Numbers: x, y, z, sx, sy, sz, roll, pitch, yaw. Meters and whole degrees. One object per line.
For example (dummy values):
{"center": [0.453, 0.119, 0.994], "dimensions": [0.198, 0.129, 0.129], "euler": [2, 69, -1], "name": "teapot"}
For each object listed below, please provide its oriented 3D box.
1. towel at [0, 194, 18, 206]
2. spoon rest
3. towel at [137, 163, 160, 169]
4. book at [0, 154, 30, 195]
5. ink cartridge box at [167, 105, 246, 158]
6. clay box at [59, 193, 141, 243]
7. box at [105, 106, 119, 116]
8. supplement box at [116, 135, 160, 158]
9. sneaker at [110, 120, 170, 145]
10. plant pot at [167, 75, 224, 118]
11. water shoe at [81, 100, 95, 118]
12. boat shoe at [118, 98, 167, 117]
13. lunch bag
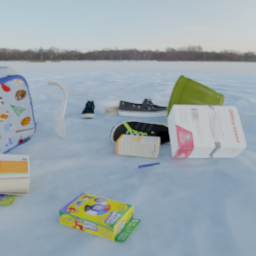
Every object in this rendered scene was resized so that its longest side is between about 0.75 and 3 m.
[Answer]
{"center": [-3.204, 1.617, 6.581], "dimensions": [1.147, 0.131, 0.824], "euler": [-1, 14, -2], "name": "towel"}
{"center": [-2.733, -0.794, 11.298], "dimensions": [0.730, 2.409, 1.197], "euler": [-10, -10, -15], "name": "spoon rest"}
{"center": [0.564, 1.052, 7.762], "dimensions": [0.633, 0.103, 0.862], "euler": [-9, -9, -1], "name": "towel"}
{"center": [-3.222, 1.089, 7.228], "dimensions": [1.272, 0.458, 1.904], "euler": [6, 12, -21], "name": "book"}
{"center": [2.452, 0.136, 8.987], "dimensions": [2.119, 1.552, 0.877], "euler": [1, -29, -6], "name": "ink cartridge box"}
{"center": [-0.544, 1.761, 5.623], "dimensions": [1.455, 0.346, 0.836], "euler": [6, 17, 25], "name": "clay box"}
{"center": [-0.771, -0.961, 15.574], "dimensions": [0.472, 0.386, 0.993], "euler": [13, 20, 39], "name": "box"}
{"center": [0.355, 0.611, 9.515], "dimensions": [1.372, 0.504, 0.864], "euler": [4, 14, 12], "name": "supplement box"}
{"center": [0.615, 0.214, 10.274], "dimensions": [2.511, 0.901, 1.040], "euler": [-4, 16, -14], "name": "sneaker"}
{"center": [3.294, -1.123, 13.359], "dimensions": [2.211, 2.296, 2.296], "euler": [20, 21, 20], "name": "plant pot"}
{"center": [-2.172, -1.047, 15.145], "dimensions": [0.705, 0.778, 1.971], "euler": [-1, 15, -4], "name": "water shoe"}
{"center": [0.870, -1.152, 15.208], "dimensions": [2.850, 0.944, 0.996], "euler": [1, 15, 5], "name": "boat shoe"}
{"center": [-4.015, -0.300, 8.436], "dimensions": [1.066, 2.821, 2.261], "euler": [33, 49, 26], "name": "lunch bag"}
